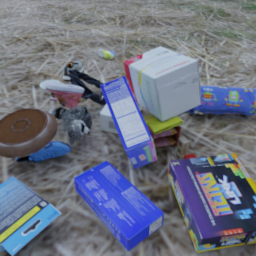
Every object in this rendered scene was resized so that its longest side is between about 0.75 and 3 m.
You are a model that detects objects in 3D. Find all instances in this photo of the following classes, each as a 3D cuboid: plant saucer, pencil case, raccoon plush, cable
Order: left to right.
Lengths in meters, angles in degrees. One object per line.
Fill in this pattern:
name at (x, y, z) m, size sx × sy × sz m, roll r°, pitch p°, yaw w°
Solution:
plant saucer at (-3.117, 0.026, 8.286) m, size 2.022 × 0.348 × 2.022 m, roll -3°, pitch 43°, yaw 3°
raccoon plush at (-2.262, -0.037, 10.189) m, size 2.089 × 1.011 × 1.400 m, roll -2°, pitch 31°, yaw 26°
cable at (-1.661, -1.899, 12.378) m, size 1.920 × 0.598 × 2.354 m, roll 2°, pitch 38°, yaw -42°
pencil case at (3.760, -1.065, 11.352) m, size 2.901 × 1.132 × 1.260 m, roll 3°, pitch 65°, yaw 4°

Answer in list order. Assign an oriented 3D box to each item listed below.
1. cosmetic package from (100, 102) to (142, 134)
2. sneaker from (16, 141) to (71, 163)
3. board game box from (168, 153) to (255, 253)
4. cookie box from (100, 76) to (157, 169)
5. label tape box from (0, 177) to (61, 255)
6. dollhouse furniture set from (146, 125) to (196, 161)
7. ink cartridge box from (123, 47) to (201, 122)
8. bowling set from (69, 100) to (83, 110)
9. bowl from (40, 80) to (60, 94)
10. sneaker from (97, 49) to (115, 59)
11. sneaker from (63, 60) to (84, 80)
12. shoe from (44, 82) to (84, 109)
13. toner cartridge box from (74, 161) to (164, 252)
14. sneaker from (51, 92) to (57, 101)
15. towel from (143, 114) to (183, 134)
cosmetic package at (-0.220, -0.692, 11.101) m, size 1.184 × 0.851 × 2.097 m, roll 11°, pitch 39°, yaw 11°
sneaker at (-2.779, 0.876, 9.188) m, size 1.799 × 0.593 × 0.705 m, roll -4°, pitch 42°, yaw 3°
board game box at (2.375, 1.818, 7.377) m, size 2.029 × 0.696 × 2.454 m, roll -5°, pitch 40°, yaw -9°
cookie box at (0.049, -0.097, 8.665) m, size 0.853 × 1.943 × 2.271 m, roll -22°, pitch 66°, yaw -1°
label tape box at (-2.893, 2.297, 7.165) m, size 2.027 × 0.670 × 1.452 m, roll 25°, pitch 44°, yaw 28°
dollhouse furniture set at (1.434, 0.635, 9.277) m, size 1.142 × 0.863 × 2.122 m, roll -13°, pitch 38°, yaw -17°
ink cartridge box at (1.179, -1.598, 9.817) m, size 1.667 × 1.659 × 2.294 m, roll -24°, pitch 34°, yaw -14°
bowling set at (-2.169, -0.793, 11.429) m, size 0.988 × 0.688 × 0.531 m, roll 6°, pitch 31°, yaw 14°
bowl at (-3.639, -1.874, 13.144) m, size 0.931 × 0.419 × 0.931 m, roll -1°, pitch 36°, yaw 0°
sneaker at (-1.256, -4.385, 16.698) m, size 1.192 × 0.452 × 0.626 m, roll 32°, pitch 34°, yaw 28°
sneaker at (-2.850, -3.169, 14.667) m, size 0.705 × 0.756 × 1.908 m, roll 6°, pitch 35°, yaw 11°
shoe at (-2.419, -1.184, 10.484) m, size 0.671 × 0.854 × 1.878 m, roll 26°, pitch 14°, yaw 25°
toner cartridge box at (-0.329, 1.993, 7.663) m, size 1.197 × 0.544 × 2.520 m, roll -24°, pitch 43°, yaw -31°
sneaker at (-3.020, -1.565, 12.704) m, size 1.012 × 0.437 × 0.407 m, roll -21°, pitch 42°, yaw -28°
towel at (1.152, -0.242, 9.888) m, size 1.008 × 0.212 × 2.343 m, roll -24°, pitch 14°, yaw -1°
